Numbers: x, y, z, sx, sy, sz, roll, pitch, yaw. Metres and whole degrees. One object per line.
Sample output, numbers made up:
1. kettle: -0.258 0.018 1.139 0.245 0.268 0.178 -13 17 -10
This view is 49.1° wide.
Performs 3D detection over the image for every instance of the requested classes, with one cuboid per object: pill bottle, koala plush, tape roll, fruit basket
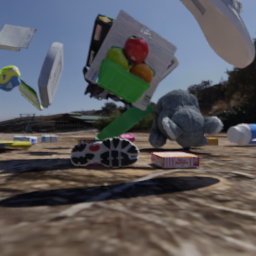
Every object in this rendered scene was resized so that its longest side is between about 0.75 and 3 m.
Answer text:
1. pill bottle: 5.333 0.317 12.531 1.718 0.964 0.964 1 -1 -25
2. pill bottle: 1.060 -2.595 12.676 2.233 1.337 1.337 -42 -5 5
3. koala plush: 1.939 -0.149 9.907 2.239 2.320 2.525 0 12 -3
4. tape roll: -0.128 -0.188 11.392 2.510 0.603 2.510 -38 0 0
5. fruit basket: 0.104 -1.750 7.470 1.865 2.013 0.944 28 -7 -16

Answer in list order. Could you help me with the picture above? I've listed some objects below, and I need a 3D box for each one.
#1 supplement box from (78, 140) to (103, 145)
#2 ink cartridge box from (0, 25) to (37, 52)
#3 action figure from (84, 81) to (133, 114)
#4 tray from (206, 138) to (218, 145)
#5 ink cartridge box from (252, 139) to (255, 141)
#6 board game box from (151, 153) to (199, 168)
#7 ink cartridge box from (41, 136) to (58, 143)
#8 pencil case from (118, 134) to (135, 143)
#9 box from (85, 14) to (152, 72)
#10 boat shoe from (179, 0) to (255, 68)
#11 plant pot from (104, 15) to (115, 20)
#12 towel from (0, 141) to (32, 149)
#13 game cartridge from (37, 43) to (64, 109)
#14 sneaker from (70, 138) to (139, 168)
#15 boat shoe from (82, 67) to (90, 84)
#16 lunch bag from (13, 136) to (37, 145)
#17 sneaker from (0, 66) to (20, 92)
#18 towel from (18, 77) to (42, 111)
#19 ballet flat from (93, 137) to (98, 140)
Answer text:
1. supplement box: -1.190 0.575 8.810 0.752 0.415 0.322 0 0 -16
2. ink cartridge box: -3.536 -2.824 8.859 1.072 1.069 0.218 8 -39 -1
3. action figure: -0.509 -1.442 13.117 2.858 0.992 1.860 14 25 -30
4. tray: 3.947 0.659 13.932 0.842 0.316 1.707 0 0 11
5. ink cartridge box: 4.450 0.543 7.876 1.947 0.490 1.061 -1 1 -39
6. board game box: 0.932 0.656 5.755 0.720 0.220 0.950 0 0 -10
7. ink cartridge box: -4.514 0.634 16.062 0.884 0.370 0.641 0 0 -19
8. pencil case: -0.174 0.562 14.961 1.208 0.548 0.566 -1 -31 -42
9. box: -0.301 -2.263 8.300 1.693 0.424 1.706 19 -42 -6
10. boat shoe: 1.865 -2.446 5.773 0.881 2.571 0.926 -34 -9 -15
11. plant pot: -0.459 -2.986 8.989 0.828 1.032 1.032 7 -3 -19
12. towel: -4.877 0.652 9.687 1.858 0.295 2.587 1 1 34
13. game cartridge: -2.808 -1.997 10.262 0.450 2.200 1.464 13 -33 -7
14. sneaker: -0.452 0.502 5.732 1.442 0.581 0.602 -1 -6 19
15. boat shoe: -2.194 -2.792 14.815 0.361 1.080 0.308 -15 -29 -17
16. lunch bag: -4.780 0.598 13.064 0.922 0.435 1.151 2 -1 3
17. sneaker: -3.310 -1.124 7.087 1.204 0.632 0.456 -16 37 -5
18. towel: -3.535 -1.239 10.057 1.075 0.221 1.441 40 -22 5
19. ballet flat: -1.965 0.716 16.729 0.294 0.276 0.813 -21 -4 8
